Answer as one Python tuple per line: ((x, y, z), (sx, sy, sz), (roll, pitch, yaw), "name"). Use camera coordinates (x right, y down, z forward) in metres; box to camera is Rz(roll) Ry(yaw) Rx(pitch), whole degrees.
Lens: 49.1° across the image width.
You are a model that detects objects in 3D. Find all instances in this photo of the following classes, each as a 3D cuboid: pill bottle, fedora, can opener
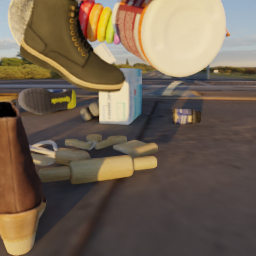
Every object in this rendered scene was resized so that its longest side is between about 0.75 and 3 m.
((1.675, -0.328, 8.062), (0.783, 0.438, 0.438), (1, 12, 7), "pill bottle")
((-4.422, -0.802, 9.683), (1.704, 0.695, 1.704), (-1, 11, 0), "fedora")
((0.617, -2.189, 5.922), (1.584, 1.584, 2.774), (-4, 26, -17), "pill bottle")
((-0.969, -0.898, 9.520), (0.685, 0.859, 2.569), (-26, 4, 18), "can opener")

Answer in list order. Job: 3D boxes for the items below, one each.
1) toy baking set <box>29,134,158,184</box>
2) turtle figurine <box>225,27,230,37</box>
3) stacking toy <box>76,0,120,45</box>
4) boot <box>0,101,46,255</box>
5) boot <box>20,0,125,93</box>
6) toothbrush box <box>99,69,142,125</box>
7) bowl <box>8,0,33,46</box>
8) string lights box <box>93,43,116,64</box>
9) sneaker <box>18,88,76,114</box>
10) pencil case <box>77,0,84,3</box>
((-0.877, 0.483, 4.724), (2.719, 0.316, 2.087), (-5, 10, -25), "toy baking set")
((1.708, -3.092, 7.767), (0.749, 1.876, 2.327), (-43, 26, 7), "turtle figurine")
((-0.583, -3.487, 9.719), (2.777, 1.524, 1.612), (16, -5, -1), "stacking toy")
((-1.139, 0.349, 2.875), (0.550, 1.264, 1.520), (-5, 13, -22), "boot")
((-0.737, -1.352, 4.344), (1.798, 1.243, 0.696), (19, 43, -11), "boot")
((-0.181, -1.079, 8.863), (0.920, 1.579, 2.156), (3, 12, 13), "toothbrush box")
((-2.445, -3.232, 8.584), (2.099, 2.099, 0.985), (2, 31, 9), "bowl")
((-0.965, -2.408, 9.990), (0.418, 0.728, 1.417), (-37, 7, -17), "string lights box")
((-3.022, -0.979, 10.212), (1.019, 0.916, 2.478), (3, 6, 31), "sneaker")
((-0.707, -4.267, 8.375), (1.906, 0.842, 0.842), (4, 13, 20), "pencil case")
